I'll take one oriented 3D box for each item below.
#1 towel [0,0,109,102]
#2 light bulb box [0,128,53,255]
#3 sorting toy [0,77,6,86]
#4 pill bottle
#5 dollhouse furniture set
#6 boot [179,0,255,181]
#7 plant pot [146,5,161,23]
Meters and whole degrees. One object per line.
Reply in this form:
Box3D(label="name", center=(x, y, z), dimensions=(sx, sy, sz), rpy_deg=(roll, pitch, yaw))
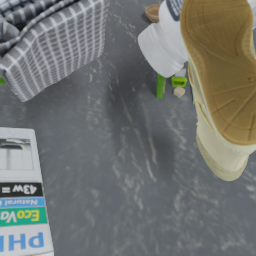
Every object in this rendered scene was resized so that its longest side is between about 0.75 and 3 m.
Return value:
Box3D(label="towel", center=(-1.509, -1.599, 5.263), dimensions=(2.209, 2.667, 1.141), rpy_deg=(-34, 90, -13))
Box3D(label="light bulb box", center=(-1.319, 0.988, 2.525), dimensions=(0.935, 1.485, 1.499), rpy_deg=(2, 31, -25))
Box3D(label="sorting toy", center=(-3.511, -1.127, 6.409), dimensions=(2.404, 0.828, 0.833), rpy_deg=(-38, 22, -30))
Box3D(label="pill bottle", center=(1.639, -2.391, 6.107), dimensions=(2.766, 1.654, 1.654), rpy_deg=(-32, 43, 29))
Box3D(label="dollhouse furniture set", center=(1.890, -1.336, 8.676), dimensions=(1.988, 0.768, 0.994), rpy_deg=(3, 51, 2))
Box3D(label="boot", center=(1.463, -0.670, 4.505), dimensions=(0.996, 2.126, 2.735), rpy_deg=(-11, 64, 9))
Box3D(label="plant pot", center=(1.213, -4.663, 11.607), dimensions=(0.983, 0.454, 0.983), rpy_deg=(0, 50, 1))
